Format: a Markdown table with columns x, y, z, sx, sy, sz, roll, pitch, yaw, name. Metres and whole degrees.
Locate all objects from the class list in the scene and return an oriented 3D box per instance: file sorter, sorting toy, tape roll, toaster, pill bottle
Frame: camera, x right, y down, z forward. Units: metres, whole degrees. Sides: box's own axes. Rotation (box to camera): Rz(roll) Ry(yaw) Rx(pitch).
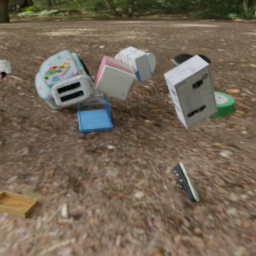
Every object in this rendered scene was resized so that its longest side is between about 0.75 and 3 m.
| x | y | z | sx | sy | sz | roll | pitch | yaw | name |
| --- | --- | --- | --- | --- | --- | --- | --- | --- | --- |
| -1.347 | -0.722 | 10.797 | 1.205 | 1.066 | 1.737 | -7 | 28 | -10 | file sorter |
| -2.418 | -1.984 | 9.535 | 0.755 | 0.183 | 1.342 | -2 | 38 | 13 | sorting toy |
| 3.544 | -1.085 | 12.200 | 1.997 | 0.480 | 1.997 | 0 | 26 | 0 | tape roll |
| -1.925 | -1.240 | 9.567 | 1.650 | 0.937 | 1.066 | -17 | 10 | -3 | toaster |
| 0.320 | -3.137 | 13.665 | 1.900 | 1.106 | 1.106 | 9 | 26 | 37 | pill bottle |

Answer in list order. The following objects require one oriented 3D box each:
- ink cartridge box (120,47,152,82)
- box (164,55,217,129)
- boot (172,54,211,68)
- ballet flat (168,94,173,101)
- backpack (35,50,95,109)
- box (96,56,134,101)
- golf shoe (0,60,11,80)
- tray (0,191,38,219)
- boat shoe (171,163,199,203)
| x | y | z | sx | sy | sz | roll | pitch | yaw | name |
| --- | --- | --- | --- | --- | --- | --- | --- | --- | --- |
| 0.314 | -2.667 | 11.709 | 0.614 | 1.064 | 1.457 | -28 | 33 | -13 | ink cartridge box |
| 2.006 | -1.045 | 8.777 | 1.218 | 2.087 | 0.628 | -32 | 45 | 0 | box |
| 2.060 | -1.969 | 10.140 | 1.809 | 1.362 | 0.662 | -16 | 59 | -39 | boot |
| 3.011 | -2.069 | 13.677 | 2.801 | 0.914 | 0.988 | -22 | 31 | -37 | ballet flat |
| -2.781 | -1.960 | 11.711 | 2.214 | 1.697 | 1.946 | -32 | 62 | 8 | backpack |
| -0.522 | -1.925 | 10.625 | 1.151 | 0.981 | 1.801 | 18 | 23 | -14 | box |
| -3.874 | -1.564 | 8.074 | 1.076 | 0.492 | 0.405 | -22 | -10 | 5 | golf shoe |
| -2.725 | 1.818 | 6.681 | 1.015 | 0.188 | 0.501 | 10 | 28 | 17 | tray |
| 1.455 | 1.443 | 7.219 | 0.402 | 0.469 | 1.283 | -30 | 35 | 8 | boat shoe |
